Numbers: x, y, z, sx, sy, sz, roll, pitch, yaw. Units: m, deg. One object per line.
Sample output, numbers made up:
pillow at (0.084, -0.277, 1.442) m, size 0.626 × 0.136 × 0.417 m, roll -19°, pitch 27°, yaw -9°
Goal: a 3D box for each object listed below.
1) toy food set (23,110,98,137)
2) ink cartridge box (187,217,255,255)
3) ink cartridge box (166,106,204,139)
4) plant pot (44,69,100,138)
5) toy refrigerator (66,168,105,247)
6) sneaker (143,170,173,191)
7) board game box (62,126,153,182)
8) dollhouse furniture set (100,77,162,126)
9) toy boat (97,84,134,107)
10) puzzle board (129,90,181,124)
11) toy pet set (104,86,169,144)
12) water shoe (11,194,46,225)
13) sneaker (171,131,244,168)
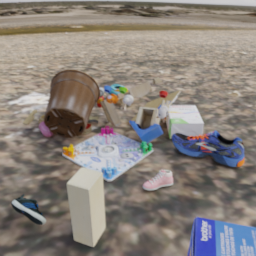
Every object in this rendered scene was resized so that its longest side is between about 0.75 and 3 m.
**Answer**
toy food set at (-2.830, -0.103, 12.064) m, size 2.938 × 0.463 × 1.868 m, roll 8°, pitch 29°, yaw -1°
ink cartridge box at (2.009, 2.803, 4.889) m, size 2.898 × 1.977 × 1.106 m, roll 7°, pitch 25°, yaw 14°
ink cartridge box at (2.356, -0.382, 12.136) m, size 1.332 × 0.766 × 2.275 m, roll 0°, pitch 27°, yaw 1°
plant pot at (-2.290, -0.854, 11.153) m, size 2.105 × 2.105 × 2.084 m, roll 2°, pitch 46°, yaw 3°
toy refrigerator at (-0.999, 1.914, 6.744) m, size 0.633 × 1.810 × 0.687 m, roll 10°, pitch 30°, yaw 19°
sneaker at (0.921, 1.574, 8.677) m, size 1.025 × 0.536 × 0.386 m, roll -8°, pitch 19°, yaw -20°
board game box at (-0.743, 0.799, 10.423) m, size 2.480 × 0.321 × 2.480 m, roll 21°, pitch 35°, yaw 35°
dollhouse furniture set at (0.205, -1.095, 12.108) m, size 2.428 × 1.186 × 2.071 m, roll -24°, pitch 8°, yaw -11°
toy boat at (-0.740, -1.755, 14.473) m, size 2.126 × 0.988 × 1.787 m, roll -19°, pitch 34°, yaw -34°
puzzle board at (1.292, -0.938, 12.864) m, size 1.868 × 0.216 × 2.479 m, roll -19°, pitch 17°, yaw 33°
toy pet set at (0.353, -0.381, 10.366) m, size 2.369 × 2.212 × 1.258 m, roll 8°, pitch 69°, yaw 22°
water shoe at (-2.493, 2.054, 7.220) m, size 1.184 × 0.423 × 0.467 m, roll 19°, pitch 45°, yaw 27°
sneaker at (2.858, 0.529, 10.057) m, size 2.642 × 1.036 × 0.995 m, roll 13°, pitch 23°, yaw 19°
